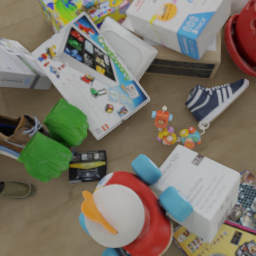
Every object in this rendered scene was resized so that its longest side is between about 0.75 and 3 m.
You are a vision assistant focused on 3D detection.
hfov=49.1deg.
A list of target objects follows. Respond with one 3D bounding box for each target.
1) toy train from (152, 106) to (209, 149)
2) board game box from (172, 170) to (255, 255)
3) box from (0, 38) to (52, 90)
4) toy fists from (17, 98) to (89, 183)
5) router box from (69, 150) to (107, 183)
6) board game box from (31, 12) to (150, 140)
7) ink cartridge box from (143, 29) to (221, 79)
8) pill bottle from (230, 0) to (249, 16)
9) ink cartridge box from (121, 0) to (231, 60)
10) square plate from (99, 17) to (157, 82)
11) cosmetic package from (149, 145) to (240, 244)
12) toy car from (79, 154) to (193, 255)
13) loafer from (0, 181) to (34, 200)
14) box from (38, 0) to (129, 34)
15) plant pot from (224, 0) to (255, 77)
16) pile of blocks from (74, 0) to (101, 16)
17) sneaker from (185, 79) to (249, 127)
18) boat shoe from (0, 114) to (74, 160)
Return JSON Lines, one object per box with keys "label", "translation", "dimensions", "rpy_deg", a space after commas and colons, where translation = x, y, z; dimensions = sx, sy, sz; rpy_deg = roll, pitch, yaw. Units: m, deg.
{"label": "toy train", "translation": [1.327, 0.092, 7.532], "dimensions": [1.559, 1.171, 0.434], "rpy_deg": [14, 44, 0]}
{"label": "board game box", "translation": [2.665, 2.602, 7.138], "dimensions": [2.692, 0.466, 1.824], "rpy_deg": [-35, 73, -12]}
{"label": "box", "translation": [-3.634, -1.896, 7.742], "dimensions": [2.066, 2.651, 0.546], "rpy_deg": [41, 110, 18]}
{"label": "toy fists", "translation": [-1.754, 0.326, 6.956], "dimensions": [1.088, 0.734, 2.135], "rpy_deg": [39, 53, -19]}
{"label": "router box", "translation": [-1.117, 1.075, 7.815], "dimensions": [1.045, 0.273, 0.822], "rpy_deg": [-4, 67, -1]}
{"label": "board game box", "translation": [-1.006, -1.401, 7.826], "dimensions": [1.884, 0.516, 2.984], "rpy_deg": [-37, 94, 3]}
{"label": "ink cartridge box", "translation": [1.691, -3.108, 8.983], "dimensions": [2.335, 1.064, 2.834], "rpy_deg": [6, 70, 2]}
{"label": "pill bottle", "translation": [4.233, -4.425, 9.342], "dimensions": [2.434, 1.348, 1.348], "rpy_deg": [-4, 69, -1]}
{"label": "ink cartridge box", "translation": [1.124, -3.255, 7.737], "dimensions": [2.837, 0.962, 1.633], "rpy_deg": [32, 84, 27]}
{"label": "square plate", "translation": [-0.406, -1.996, 8.332], "dimensions": [1.881, 0.270, 1.899], "rpy_deg": [37, 108, 7]}
{"label": "cosmetic package", "translation": [1.572, 1.540, 6.695], "dimensions": [1.629, 1.344, 1.343], "rpy_deg": [26, 61, 33]}
{"label": "toy car", "translation": [-0.233, 1.511, 5.288], "dimensions": [2.040, 2.214, 1.958], "rpy_deg": [-45, 55, 3]}
{"label": "loafer", "translation": [-3.181, 1.665, 7.508], "dimensions": [1.275, 0.444, 0.479], "rpy_deg": [0, 69, 0]}
{"label": "box", "translation": [-1.432, -3.796, 9.111], "dimensions": [2.207, 1.347, 2.126], "rpy_deg": [-32, 73, -11]}
{"label": "plant pot", "translation": [4.207, -2.824, 8.010], "dimensions": [2.407, 2.192, 2.407], "rpy_deg": [10, 71, -28]}
{"label": "pile of blocks", "translation": [-1.116, -3.300, 7.845], "dimensions": [0.824, 0.338, 0.256], "rpy_deg": [-22, 78, 20]}
{"label": "sneaker", "translation": [2.602, -1.055, 8.341], "dimensions": [2.026, 0.710, 1.099], "rpy_deg": [-41, 83, -11]}
{"label": "boat shoe", "translation": [-2.682, 0.230, 7.188], "dimensions": [2.723, 0.986, 0.984], "rpy_deg": [11, 41, -16]}
